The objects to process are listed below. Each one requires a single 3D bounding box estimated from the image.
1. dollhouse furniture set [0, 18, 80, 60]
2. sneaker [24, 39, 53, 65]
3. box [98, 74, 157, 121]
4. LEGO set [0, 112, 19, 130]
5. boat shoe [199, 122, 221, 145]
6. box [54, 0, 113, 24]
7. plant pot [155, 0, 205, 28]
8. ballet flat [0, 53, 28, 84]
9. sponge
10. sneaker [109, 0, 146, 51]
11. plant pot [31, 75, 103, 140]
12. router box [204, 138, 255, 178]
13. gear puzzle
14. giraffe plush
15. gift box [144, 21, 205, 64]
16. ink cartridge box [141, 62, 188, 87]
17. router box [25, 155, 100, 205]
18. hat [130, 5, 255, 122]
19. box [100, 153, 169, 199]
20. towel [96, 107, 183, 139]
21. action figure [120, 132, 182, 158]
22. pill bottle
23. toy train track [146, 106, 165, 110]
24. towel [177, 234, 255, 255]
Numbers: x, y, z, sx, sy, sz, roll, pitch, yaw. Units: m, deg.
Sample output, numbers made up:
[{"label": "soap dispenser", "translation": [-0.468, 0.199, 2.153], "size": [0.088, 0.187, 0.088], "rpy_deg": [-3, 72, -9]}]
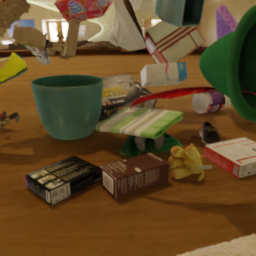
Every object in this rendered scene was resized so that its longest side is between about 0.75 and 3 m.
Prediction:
[{"label": "dollhouse furniture set", "translation": [-2.831, -3.063, 8.874], "size": [2.357, 1.151, 2.010], "rpy_deg": [9, 5, -21]}, {"label": "sneaker", "translation": [-3.142, -2.982, 10.541], "size": [0.939, 1.342, 0.522], "rpy_deg": [-19, 55, 21]}, {"label": "box", "translation": [-0.550, -1.407, 12.073], "size": [2.861, 0.692, 2.266], "rpy_deg": [-12, 43, -33]}, {"label": "LEGO set", "translation": [-4.637, 0.031, 8.708], "size": [1.895, 0.827, 2.918], "rpy_deg": [-19, -4, 37]}, {"label": "boat shoe", "translation": [2.599, 0.174, 8.958], "size": [0.517, 0.509, 1.388], "rpy_deg": [-1, 20, -4]}, {"label": "box", "translation": [-1.452, -4.029, 9.011], "size": [1.697, 0.846, 0.810], "rpy_deg": [7, 58, 38]}, {"label": "plant pot", "translation": [1.647, -4.143, 9.336], "size": [1.309, 1.285, 1.281], "rpy_deg": [27, 35, 35]}, {"label": "ballet flat", "translation": [-3.791, -1.403, 7.799], "size": [2.055, 0.689, 0.687], "rpy_deg": [-30, 27, 5]}, {"label": "sponge", "translation": [4.020, -3.342, 11.141], "size": [0.405, 2.716, 1.515], "rpy_deg": [-25, 59, 6]}, {"label": "sneaker", "translation": [-0.206, -3.436, 9.848], "size": [1.233, 1.061, 2.913], "rpy_deg": [-14, -16, 11]}, {"label": "plant pot", "translation": [-1.954, -0.679, 9.352], "size": [2.299, 1.845, 2.299], "rpy_deg": [1, 19, 0]}, {"label": "router box", "translation": [3.074, 0.755, 7.562], "size": [1.495, 0.365, 1.342], "rpy_deg": [-8, 22, -22]}, {"label": "gear puzzle", "translation": [-3.937, -3.625, 8.919], "size": [0.224, 0.885, 1.708], "rpy_deg": [39, 80, 25]}, {"label": "giraffe plush", "translation": [1.546, 0.786, 6.974], "size": [1.026, 0.885, 0.832], "rpy_deg": [13, 15, 11]}, {"label": "gift box", "translation": [1.809, -3.676, 11.582], "size": [1.930, 1.907, 2.066], "rpy_deg": [-34, 9, 0]}, {"label": "ink cartridge box", "translation": [1.128, -1.717, 9.109], "size": [1.322, 0.560, 0.955], "rpy_deg": [-7, -3, -8]}, {"label": "router box", "translation": [-1.481, 1.146, 6.494], "size": [1.047, 0.359, 1.404], "rpy_deg": [18, 26, 40]}, {"label": "hat", "translation": [1.757, -1.279, 5.795], "size": [2.520, 2.088, 2.219], "rpy_deg": [-1, 10, -35]}, {"label": "box", "translation": [0.165, 1.066, 6.485], "size": [1.458, 0.546, 0.730], "rpy_deg": [-10, 22, -31]}, {"label": "towel", "translation": [0.319, -0.137, 8.365], "size": [2.194, 0.337, 1.637], "rpy_deg": [9, 31, 40]}, {"label": "action figure", "translation": [0.676, 0.049, 9.043], "size": [1.727, 0.799, 2.924], "rpy_deg": [-2, 16, 3]}, {"label": "pill bottle", "translation": [3.640, -1.143, 12.024], "size": [1.613, 0.899, 0.899], "rpy_deg": [-10, 22, -25]}, {"label": "toy train track", "translation": [0.901, -0.633, 11.145], "size": [1.113, 0.316, 1.941], "rpy_deg": [-11, 1, 15]}, {"label": "towel", "translation": [1.231, 2.208, 3.408], "size": [2.746, 0.473, 1.819], "rpy_deg": [-7, 22, -20]}]
